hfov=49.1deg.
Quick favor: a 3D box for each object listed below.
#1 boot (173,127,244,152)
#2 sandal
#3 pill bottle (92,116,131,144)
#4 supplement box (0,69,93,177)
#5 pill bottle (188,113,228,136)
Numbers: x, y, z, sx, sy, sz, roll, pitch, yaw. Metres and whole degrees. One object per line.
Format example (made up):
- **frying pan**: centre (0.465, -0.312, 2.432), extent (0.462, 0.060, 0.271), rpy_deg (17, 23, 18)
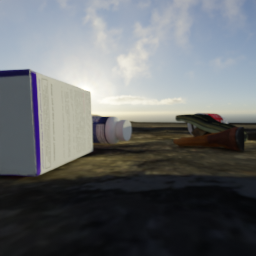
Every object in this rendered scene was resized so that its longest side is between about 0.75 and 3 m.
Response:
- **boot**: centre (1.885, 0.240, 6.652), extent (1.616, 0.553, 1.521), rpy_deg (0, 2, 21)
- **sandal**: centre (2.547, 0.084, 9.255), extent (1.125, 0.808, 2.832), rpy_deg (-3, 19, -30)
- **pill bottle**: centre (-0.667, 0.058, 7.977), extent (1.422, 0.789, 0.789), rpy_deg (1, 2, 25)
- **supplement box**: centre (-1.532, -0.081, 4.580), extent (1.299, 1.327, 2.568), rpy_deg (-2, 3, 9)
- **pill bottle**: centre (3.192, -0.113, 11.010), extent (1.670, 0.938, 0.938), rpy_deg (-1, 2, -41)
